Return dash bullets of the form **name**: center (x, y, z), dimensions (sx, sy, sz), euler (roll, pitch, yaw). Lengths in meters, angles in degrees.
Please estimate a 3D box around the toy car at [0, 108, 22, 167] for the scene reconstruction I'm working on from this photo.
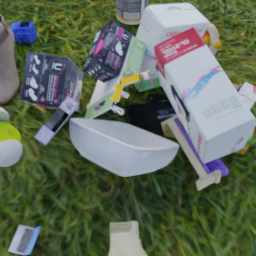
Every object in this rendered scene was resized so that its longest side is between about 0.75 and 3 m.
- **toy car**: center (-3.931, 0.447, 7.331), dimensions (2.057, 1.542, 1.800), euler (-3, 49, -49)

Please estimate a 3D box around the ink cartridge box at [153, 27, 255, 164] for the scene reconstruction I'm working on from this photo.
- **ink cartridge box**: center (1.883, -0.755, 7.390), dimensions (1.201, 2.113, 2.900), euler (-24, 65, 3)

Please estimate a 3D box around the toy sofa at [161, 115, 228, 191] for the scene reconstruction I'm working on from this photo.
- **toy sofa**: center (2.036, 0.623, 8.551), dimensions (1.128, 0.958, 2.312), euler (-28, 62, 1)

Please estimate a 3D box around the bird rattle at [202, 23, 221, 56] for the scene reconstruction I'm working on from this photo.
- **bird rattle**: center (3.082, -3.423, 11.333), dimensions (1.205, 1.744, 2.139), euler (1, 69, -18)

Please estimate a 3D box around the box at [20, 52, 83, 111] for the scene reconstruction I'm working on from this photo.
- **box**: center (-2.363, -1.381, 9.196), dimensions (1.321, 2.303, 1.522), euler (8, 90, 3)

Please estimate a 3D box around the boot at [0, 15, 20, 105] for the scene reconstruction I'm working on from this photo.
- **boot**: center (-4.826, -2.676, 10.459), dimensions (1.050, 2.186, 2.989), euler (-7, 55, -8)

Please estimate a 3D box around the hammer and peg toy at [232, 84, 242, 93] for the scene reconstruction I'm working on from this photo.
- **hammer and peg toy**: center (3.923, -1.299, 10.600), dimensions (0.742, 0.356, 1.009), euler (19, 56, 11)

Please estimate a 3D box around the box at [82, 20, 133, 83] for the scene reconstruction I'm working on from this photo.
- **box**: center (-0.633, -2.316, 8.674), dimensions (0.876, 1.009, 1.527), euler (27, 71, -26)

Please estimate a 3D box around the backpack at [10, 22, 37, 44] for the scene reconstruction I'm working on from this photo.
- **backpack**: center (-4.719, -4.225, 12.456), dimensions (1.018, 0.827, 0.854), euler (1, 56, 0)

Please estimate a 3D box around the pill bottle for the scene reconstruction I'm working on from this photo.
- **pill bottle**: center (0.186, -6.276, 12.803), dimensions (1.562, 2.684, 1.562), euler (1, 53, -1)

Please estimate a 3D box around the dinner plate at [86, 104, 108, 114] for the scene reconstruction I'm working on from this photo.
- **dinner plate**: center (-1.117, -0.705, 10.229), dimensions (0.802, 0.097, 0.802), euler (5, 39, -4)

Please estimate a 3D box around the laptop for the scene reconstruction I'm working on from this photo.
- **laptop**: center (-2.744, 2.940, 7.423), dimensions (0.772, 0.447, 0.723), euler (10, 54, 7)

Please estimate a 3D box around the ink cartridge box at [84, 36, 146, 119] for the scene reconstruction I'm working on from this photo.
- **ink cartridge box**: center (-0.470, -1.415, 9.174), dimensions (0.654, 1.984, 2.726), euler (26, 63, -26)

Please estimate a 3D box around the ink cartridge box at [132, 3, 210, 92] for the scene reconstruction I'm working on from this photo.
- **ink cartridge box**: center (1.268, -2.809, 9.946), dimensions (2.021, 2.781, 1.217), euler (-18, 59, -30)

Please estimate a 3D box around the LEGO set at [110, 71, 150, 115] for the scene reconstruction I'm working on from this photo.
- **LEGO set**: center (-0.030, -1.080, 7.908), dimensions (0.685, 0.555, 1.490), euler (37, 83, 6)

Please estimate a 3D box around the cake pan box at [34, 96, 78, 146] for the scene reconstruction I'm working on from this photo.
- **cake pan box**: center (-1.853, -0.176, 7.316), dimensions (0.372, 1.424, 1.311), euler (37, 83, -11)

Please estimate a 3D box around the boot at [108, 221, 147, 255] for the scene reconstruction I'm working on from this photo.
- **boot**: center (0.311, 3.033, 7.023), dimensions (1.684, 0.613, 1.309), euler (6, 56, -8)

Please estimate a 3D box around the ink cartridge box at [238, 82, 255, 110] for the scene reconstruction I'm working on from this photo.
- **ink cartridge box**: center (4.136, -0.983, 9.925), dimensions (0.627, 0.364, 1.077), euler (32, 94, 20)

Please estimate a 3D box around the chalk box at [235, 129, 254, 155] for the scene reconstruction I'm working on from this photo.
- **chalk box**: center (3.678, 0.129, 9.296), dimensions (0.760, 0.754, 1.217), euler (19, 56, 12)

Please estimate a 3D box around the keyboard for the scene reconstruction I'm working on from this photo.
- **keyboard**: center (1.331, -0.561, 10.068), dimensions (2.861, 0.367, 1.718), euler (-7, 60, -6)

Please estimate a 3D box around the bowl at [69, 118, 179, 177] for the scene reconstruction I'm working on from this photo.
- **bowl**: center (-0.141, 0.560, 8.008), dimensions (2.640, 0.985, 2.636), euler (20, 11, 35)

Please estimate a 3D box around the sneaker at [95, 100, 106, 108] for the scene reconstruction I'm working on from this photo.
- **sneaker**: center (-0.781, -1.443, 10.629), dimensions (0.763, 0.737, 1.828), euler (23, 59, -7)
